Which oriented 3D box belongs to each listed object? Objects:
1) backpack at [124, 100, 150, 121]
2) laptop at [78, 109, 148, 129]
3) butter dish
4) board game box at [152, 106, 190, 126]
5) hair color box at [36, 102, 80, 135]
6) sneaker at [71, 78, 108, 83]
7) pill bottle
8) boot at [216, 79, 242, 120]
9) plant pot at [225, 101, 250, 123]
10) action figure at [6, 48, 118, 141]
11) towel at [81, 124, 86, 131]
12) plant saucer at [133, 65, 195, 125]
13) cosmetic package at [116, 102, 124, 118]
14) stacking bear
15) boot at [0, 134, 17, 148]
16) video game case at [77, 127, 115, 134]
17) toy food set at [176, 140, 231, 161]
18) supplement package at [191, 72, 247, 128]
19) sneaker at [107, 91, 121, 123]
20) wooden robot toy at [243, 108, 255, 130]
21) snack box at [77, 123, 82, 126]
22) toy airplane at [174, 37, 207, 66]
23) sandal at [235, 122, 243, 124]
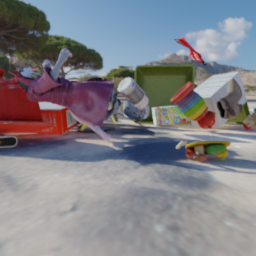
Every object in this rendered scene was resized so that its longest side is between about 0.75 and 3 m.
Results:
[{"bbox_3d":[0.353,-0.760,11.210,0.974,1.022,0.788,30,44,22],"label":"backpack"},{"bbox_3d":[-0.576,-0.058,10.576,2.116,1.227,1.982,-29,4,-1],"label":"laptop"},{"bbox_3d":[-3.703,-0.745,7.787,2.580,1.907,2.573,-3,-2,17],"label":"butter dish"},{"bbox_3d":[1.807,-0.554,11.950,1.444,0.757,0.744,-7,6,-3],"label":"board game box"},{"bbox_3d":[-3.258,-0.383,9.755,2.807,0.860,1.425,2,15,15],"label":"hair color box"},{"bbox_3d":[-1.569,-1.045,9.109,2.095,0.822,0.789,-9,41,-23],"label":"sneaker"},{"bbox_3d":[0.199,-1.165,9.684,0.619,0.619,1.088,7,-28,50],"label":"pill bottle"},{"bbox_3d":[3.380,-0.953,9.461,0.970,1.326,0.466,-15,-3,-28],"label":"boot"},{"bbox_3d":[4.598,-0.748,12.533,1.327,1.397,1.397,-15,-3,32],"label":"plant pot"},{"bbox_3d":[-1.770,-0.895,7.537,2.857,2.127,1.914,8,0,-14],"label":"action figure"},{"bbox_3d":[-1.270,-0.491,8.811,0.105,1.158,0.498,23,25,5],"label":"towel"},{"bbox_3d":[1.645,-1.492,12.854,2.689,2.693,0.645,1,-4,9],"label":"plant saucer"},{"bbox_3d":[-1.396,-1.102,16.668,1.218,1.029,2.281,-4,5,-37],"label":"cosmetic package"},{"bbox_3d":[2.306,-0.638,9.459,0.923,1.623,0.986,-43,4,14],"label":"stacking bear"},{"bbox_3d":[-3.308,0.298,6.761,1.006,0.364,0.726,5,1,-42],"label":"boot"},{"bbox_3d":[-1.104,0.076,9.824,0.833,0.111,1.166,3,8,25],"label":"video game case"},{"bbox_3d":[1.462,0.481,5.385,1.079,0.353,0.635,1,-18,-12],"label":"toy food set"},{"bbox_3d":[3.493,-1.126,11.144,2.258,1.320,1.324,-36,23,-33],"label":"supplement package"},{"bbox_3d":[-0.600,-0.878,12.169,0.701,1.733,0.640,-26,53,-11],"label":"sneaker"},{"bbox_3d":[4.885,-0.145,10.216,0.915,0.888,2.015,45,29,26],"label":"wooden robot toy"},{"bbox_3d":[-2.673,-0.769,12.707,2.641,0.700,1.878,9,20,24],"label":"snack box"},{"bbox_3d":[2.064,-2.518,9.157,1.366,0.251,1.366,40,12,-10],"label":"toy airplane"},{"bbox_3d":[5.367,-0.331,12.752,0.448,0.269,1.194,-6,9,-44],"label":"sandal"}]
